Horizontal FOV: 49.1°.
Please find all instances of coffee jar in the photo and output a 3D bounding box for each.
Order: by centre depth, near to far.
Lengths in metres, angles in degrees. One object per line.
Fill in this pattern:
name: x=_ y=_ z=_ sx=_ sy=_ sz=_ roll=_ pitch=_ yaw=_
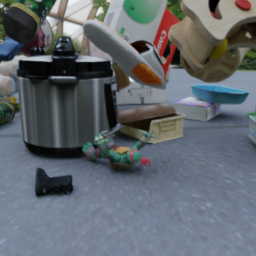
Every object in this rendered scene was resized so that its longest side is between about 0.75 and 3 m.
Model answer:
coffee jar: x=-2.506 y=-3.122 z=7.323 sx=0.802 sy=1.880 sz=0.980 roll=29 pitch=-28 yaw=-18
coffee jar: x=-4.479 y=-0.447 z=9.697 sx=0.589 sy=0.720 sz=1.380 roll=23 pitch=18 yaw=2

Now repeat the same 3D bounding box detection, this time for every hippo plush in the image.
hippo plush: x=-5.297 y=-2.049 z=12.674 sx=2.316 sy=2.294 sz=2.880 roll=5 pitch=20 yaw=28

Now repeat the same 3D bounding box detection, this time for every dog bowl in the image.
dog bowl: x=-3.364 y=-3.152 z=9.328 sx=1.600 sy=1.600 sz=0.590 roll=5 pitch=36 yaw=18

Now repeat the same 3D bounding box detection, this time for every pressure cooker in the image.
pressure cooker: x=-1.594 y=-0.901 z=7.298 sx=2.496 sy=2.838 sz=2.535 roll=11 pitch=18 yaw=36

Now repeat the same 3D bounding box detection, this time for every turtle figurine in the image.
turtle figurine: x=-0.189 y=0.462 z=6.041 sx=1.299 sy=0.874 sz=1.736 roll=6 pitch=-8 yaw=-38

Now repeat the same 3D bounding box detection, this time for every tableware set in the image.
tableware set: x=-5.128 y=-0.794 z=10.659 sx=2.058 sy=0.316 sz=1.386 roll=-13 pitch=-21 yaw=6

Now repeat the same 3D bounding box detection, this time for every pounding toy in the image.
pounding toy: x=1.939 y=-1.887 z=5.571 sx=1.570 sy=1.575 sz=2.745 roll=41 pitch=59 yaw=11

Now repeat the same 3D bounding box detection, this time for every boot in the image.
boot: x=-1.370 y=0.972 z=5.192 sx=0.658 sy=0.297 sz=0.803 roll=-6 pitch=23 yaw=-14
boot: x=-0.083 y=-1.942 z=9.821 sx=0.893 sy=1.020 sz=0.337 roll=-23 pitch=43 yaw=-1

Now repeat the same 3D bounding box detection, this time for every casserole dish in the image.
casserole dish: x=3.576 y=-1.351 z=11.212 sx=1.636 sy=0.524 sz=2.701 roll=-1 pitch=14 yaw=-13

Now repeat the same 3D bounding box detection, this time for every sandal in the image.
sandal: x=0.142 y=-1.434 z=5.256 sx=0.875 sy=0.654 sz=2.283 roll=20 pitch=-9 yaw=40

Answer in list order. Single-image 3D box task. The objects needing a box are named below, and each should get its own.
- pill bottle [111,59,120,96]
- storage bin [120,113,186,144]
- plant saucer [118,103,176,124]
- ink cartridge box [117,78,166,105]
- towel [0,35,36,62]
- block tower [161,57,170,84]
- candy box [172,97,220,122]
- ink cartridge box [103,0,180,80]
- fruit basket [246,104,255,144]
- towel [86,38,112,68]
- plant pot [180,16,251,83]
pill bottle: x=-1.071 y=-2.132 z=12.287 sx=1.482 sy=2.602 sz=1.482 roll=4 pitch=12 yaw=-1
storage bin: x=0.710 y=-0.105 z=8.517 sx=1.439 sy=0.679 sz=1.449 roll=-10 pitch=18 yaw=-35
plant saucer: x=0.421 y=-0.477 z=8.759 sx=2.126 sy=0.389 sz=2.126 roll=-11 pitch=4 yaw=1
ink cartridge box: x=0.332 y=-1.945 z=14.458 sx=2.858 sy=1.183 sz=2.094 roll=-2 pitch=15 yaw=-8
towel: x=-3.597 y=-2.633 z=8.825 sx=0.785 sy=0.341 sz=1.407 roll=11 pitch=59 yaw=27
block tower: x=1.370 y=-2.329 z=11.582 sx=0.542 sy=0.506 sz=1.873 roll=38 pitch=32 yaw=-17
candy box: x=2.750 y=-0.777 z=11.192 sx=1.413 sy=0.602 sz=1.684 roll=10 pitch=18 yaw=33
ink cartridge box: x=0.644 y=-2.669 z=7.829 sx=2.803 sy=2.255 sz=0.702 roll=23 pitch=-5 yaw=-40
fruit basket: x=3.671 y=-0.717 z=7.080 sx=1.239 sy=2.643 sz=2.448 roll=-11 pitch=14 yaw=11
towel: x=-0.916 y=-2.518 z=9.296 sx=0.210 sy=1.247 sz=1.305 roll=10 pitch=22 yaw=28
plant pot: x=2.917 y=-2.907 z=9.262 sx=2.737 sy=2.737 sz=2.506 roll=7 pitch=43 yaw=25
